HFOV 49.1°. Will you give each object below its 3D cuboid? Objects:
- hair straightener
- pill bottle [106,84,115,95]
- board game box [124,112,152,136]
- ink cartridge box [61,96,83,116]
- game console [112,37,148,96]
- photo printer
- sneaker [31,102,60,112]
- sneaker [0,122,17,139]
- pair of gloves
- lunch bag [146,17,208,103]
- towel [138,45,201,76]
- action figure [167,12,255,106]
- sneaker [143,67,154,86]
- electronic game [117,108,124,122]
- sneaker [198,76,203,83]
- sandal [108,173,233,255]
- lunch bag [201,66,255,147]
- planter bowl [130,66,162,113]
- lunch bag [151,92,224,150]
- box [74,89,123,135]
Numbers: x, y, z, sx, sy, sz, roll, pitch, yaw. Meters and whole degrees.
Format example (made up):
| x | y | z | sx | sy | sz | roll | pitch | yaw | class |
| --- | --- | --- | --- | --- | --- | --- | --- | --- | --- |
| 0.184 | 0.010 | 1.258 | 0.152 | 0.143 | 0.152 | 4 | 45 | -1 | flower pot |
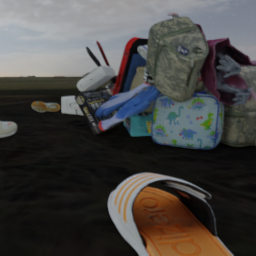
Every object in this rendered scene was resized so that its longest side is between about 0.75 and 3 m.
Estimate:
| x | y | z | sx | sy | sz | roll | pitch | yaw | class |
| --- | --- | --- | --- | --- | --- | --- | --- | --- | --- |
| -1.083 | -2.175 | 10.452 | 0.904 | 0.481 | 2.348 | -26 | -28 | 2 | hair straightener |
| -0.684 | -1.808 | 12.764 | 0.928 | 0.514 | 0.514 | -36 | 11 | 2 | pill bottle |
| 1.422 | -0.279 | 10.353 | 2.962 | 0.695 | 2.236 | -1 | 10 | -7 | board game box |
| -2.234 | -1.196 | 14.827 | 2.179 | 0.902 | 1.596 | 8 | 13 | 38 | ink cartridge box |
| 0.538 | -2.185 | 11.098 | 2.404 | 2.719 | 0.422 | -12 | 39 | -44 | game console |
| -1.147 | -1.672 | 9.767 | 1.239 | 0.430 | 1.030 | -30 | 0 | 22 | photo printer |
| -4.634 | -1.135 | 15.804 | 1.539 | 0.582 | 0.675 | 6 | 0 | -12 | sneaker |
| -4.419 | -0.154 | 8.681 | 0.779 | 1.035 | 2.213 | 6 | 12 | 31 | sneaker |
| -0.100 | -0.749 | 8.315 | 1.990 | 0.282 | 2.475 | -32 | 21 | 1 | pair of gloves |
| 1.219 | -1.606 | 6.803 | 1.188 | 1.704 | 1.430 | -19 | 59 | -14 | lunch bag |
| 1.727 | -2.383 | 9.959 | 1.952 | 0.316 | 2.658 | 44 | 40 | 19 | towel |
| 2.146 | -1.916 | 7.377 | 2.210 | 1.988 | 2.967 | -5 | 31 | -13 | action figure |
| 0.700 | -1.522 | 8.990 | 0.315 | 0.790 | 0.514 | -6 | 51 | -7 | sneaker |
| 0.218 | -0.699 | 12.978 | 2.809 | 0.585 | 2.809 | 0 | 10 | 0 | electronic game |
| 2.968 | -2.399 | 11.890 | 1.291 | 1.097 | 2.977 | 37 | 68 | 26 | sneaker |
| 0.533 | 0.976 | 3.062 | 1.071 | 0.801 | 2.796 | -3 | 11 | -18 | sandal |
| 3.685 | -0.835 | 8.536 | 2.861 | 2.399 | 1.993 | -3 | 11 | -20 | lunch bag |
| 1.081 | -1.588 | 10.339 | 2.270 | 1.528 | 2.270 | -9 | 14 | 2 | planter bowl |
| 1.614 | -0.231 | 7.644 | 1.889 | 1.519 | 0.779 | 5 | 6 | 29 | lunch bag |
| -0.983 | -0.643 | 10.043 | 0.448 | 1.470 | 1.824 | -30 | 0 | 24 | box |
